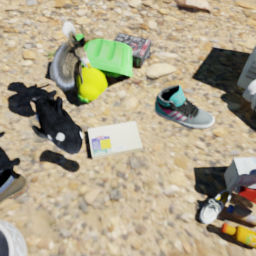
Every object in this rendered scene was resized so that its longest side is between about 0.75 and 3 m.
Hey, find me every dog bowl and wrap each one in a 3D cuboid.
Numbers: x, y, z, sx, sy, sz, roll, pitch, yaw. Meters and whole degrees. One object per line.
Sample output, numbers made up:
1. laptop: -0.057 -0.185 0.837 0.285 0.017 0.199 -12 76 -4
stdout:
1. dog bowl: -4.348 3.857 8.050 2.615 0.767 2.615 0 60 0

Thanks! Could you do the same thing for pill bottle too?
1. pill bottle: 5.760 -0.957 11.256 1.260 1.260 2.108 -30 60 -19

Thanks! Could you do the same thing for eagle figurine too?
1. eagle figurine: -1.798 -2.398 9.650 1.540 2.029 1.531 17 40 -33

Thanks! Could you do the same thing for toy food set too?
1. toy food set: 3.920 2.169 8.554 1.249 2.776 1.325 20 22 7

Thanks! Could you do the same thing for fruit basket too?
1. fruit basket: -1.336 -2.437 12.233 2.989 2.156 2.989 1 97 12

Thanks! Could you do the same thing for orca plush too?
1. orca plush: -1.741 -0.438 7.220 1.329 0.898 2.526 11 29 -28

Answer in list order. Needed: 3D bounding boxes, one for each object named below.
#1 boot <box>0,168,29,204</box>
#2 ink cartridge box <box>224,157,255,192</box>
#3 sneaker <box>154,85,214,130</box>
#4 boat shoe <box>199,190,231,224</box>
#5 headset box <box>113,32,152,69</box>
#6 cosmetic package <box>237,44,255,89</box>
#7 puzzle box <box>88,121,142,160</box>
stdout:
1. boot: -4.575 2.163 9.067 2.486 1.205 0.929 -33 61 -21
2. ink cartridge box: 4.278 1.565 9.472 1.685 1.228 0.698 -2 53 -1
3. sneaker: 1.245 -0.528 6.335 1.455 0.878 0.608 18 60 23
4. boat shoe: 2.910 2.534 9.170 1.434 0.611 0.530 -34 61 -22
5. headset box: 0.167 -3.734 13.543 1.931 0.724 1.435 17 56 12
6. cosmetic package: 6.529 -2.990 12.062 2.274 2.288 2.734 27 59 18
7. puzzle box: -0.527 0.454 10.868 1.950 0.248 1.297 -9 56 -6
